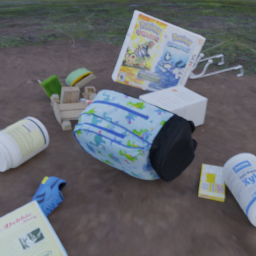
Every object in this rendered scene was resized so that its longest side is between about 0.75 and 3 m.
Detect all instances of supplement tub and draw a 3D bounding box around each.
[{"bbox_3d":[-2.852,0.410,7.211,0.986,0.986,1.360,17,33,26],"label":"supplement tub"},{"bbox_3d":[2.650,1.279,5.825,0.915,0.915,1.387,-5,31,-8],"label":"supplement tub"}]

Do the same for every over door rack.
[{"bbox_3d":[3.784,-3.102,13.320,2.696,0.898,1.992,-6,32,-10],"label":"over door rack"}]

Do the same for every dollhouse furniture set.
[{"bbox_3d":[-2.325,-1.899,10.489,1.889,0.948,1.237,-36,38,-11],"label":"dollhouse furniture set"},{"bbox_3d":[-1.588,-0.417,9.022,1.601,0.917,1.877,-7,45,-28],"label":"dollhouse furniture set"}]

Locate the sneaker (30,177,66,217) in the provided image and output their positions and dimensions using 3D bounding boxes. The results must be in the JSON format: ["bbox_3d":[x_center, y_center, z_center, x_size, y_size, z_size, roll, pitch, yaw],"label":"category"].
[{"bbox_3d":[-1.665,1.539,5.807,0.533,0.448,1.360,7,34,4],"label":"sneaker"}]

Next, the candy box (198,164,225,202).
[{"bbox_3d":[1.982,1.261,6.597,0.561,0.145,1.097,10,32,14],"label":"candy box"}]

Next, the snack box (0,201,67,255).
[{"bbox_3d":[-2.209,2.202,4.377,2.215,0.411,1.287,-25,47,-27],"label":"snack box"}]

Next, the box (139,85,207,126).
[{"bbox_3d":[1.388,-0.559,8.884,1.714,0.912,1.305,-18,36,-26],"label":"box"}]

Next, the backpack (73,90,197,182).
[{"bbox_3d":[0.027,0.158,6.479,1.989,2.110,2.587,-44,61,-9],"label":"backpack"}]

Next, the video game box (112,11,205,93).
[{"bbox_3d":[1.066,-2.468,9.944,2.653,2.417,0.621,12,22,-21],"label":"video game box"}]

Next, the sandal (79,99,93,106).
[{"bbox_3d":[-1.104,-0.606,9.227,0.527,0.705,1.839,-2,19,-32],"label":"sandal"}]
